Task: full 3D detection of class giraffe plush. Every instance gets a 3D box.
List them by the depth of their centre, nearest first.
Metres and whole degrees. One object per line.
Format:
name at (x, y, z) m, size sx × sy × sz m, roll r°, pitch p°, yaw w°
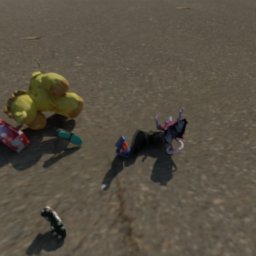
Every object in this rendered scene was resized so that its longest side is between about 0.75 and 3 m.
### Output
giraffe plush at (-3.629, -0.974, 11.315) m, size 2.392 × 2.950 × 2.545 m, roll -49°, pitch 11°, yaw -18°

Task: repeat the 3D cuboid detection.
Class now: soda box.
soda box at (-4.658, 0.235, 10.731) m, size 1.834 × 0.642 × 0.581 m, roll 25°, pitch 56°, yaw 30°

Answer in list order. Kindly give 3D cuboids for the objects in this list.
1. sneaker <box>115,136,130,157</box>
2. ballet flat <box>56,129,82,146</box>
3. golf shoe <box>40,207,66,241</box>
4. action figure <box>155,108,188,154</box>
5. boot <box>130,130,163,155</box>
sneaker at (-0.149, 0.660, 9.805) m, size 0.477 × 1.216 × 0.458 m, roll 28°, pitch 68°, yaw 14°
ballet flat at (-2.195, 0.300, 10.484) m, size 1.133 × 0.385 × 0.388 m, roll 33°, pitch 4°, yaw -38°
golf shoe at (-1.930, 2.524, 7.513) m, size 0.379 × 0.981 × 0.432 m, roll -33°, pitch -4°, yaw 0°
action figure at (1.721, 0.030, 10.500) m, size 1.218 × 1.354 × 1.818 m, roll -16°, pitch 8°, yaw 1°
boot at (0.718, 0.535, 10.457) m, size 1.105 × 0.556 × 1.478 m, roll 9°, pitch 35°, yaw 12°
